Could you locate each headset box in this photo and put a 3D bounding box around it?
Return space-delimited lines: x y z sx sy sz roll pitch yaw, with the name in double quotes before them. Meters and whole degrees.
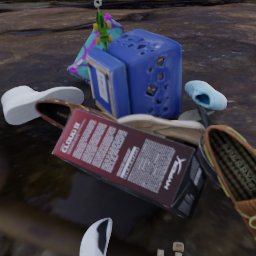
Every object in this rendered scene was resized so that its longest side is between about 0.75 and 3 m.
"headset box" 0.020 0.677 5.295 2.566 1.910 0.991 18 75 26

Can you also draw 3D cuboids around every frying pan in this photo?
"frying pan" 1.876 0.427 6.377 1.607 0.432 2.657 3 45 -45

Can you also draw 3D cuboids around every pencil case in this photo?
"pencil case" -1.245 -2.996 10.803 1.103 2.591 1.197 33 4 17

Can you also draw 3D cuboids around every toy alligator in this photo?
"toy alligator" -0.760 -2.934 8.001 0.472 1.425 0.342 -13 28 -13

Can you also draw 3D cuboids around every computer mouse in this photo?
"computer mouse" -0.608 2.055 4.284 0.377 0.942 1.718 22 26 -4

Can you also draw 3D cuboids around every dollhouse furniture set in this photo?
"dollhouse furniture set" 0.623 2.148 4.215 0.403 0.344 0.777 4 59 9

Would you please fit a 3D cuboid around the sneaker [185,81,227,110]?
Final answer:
"sneaker" 2.078 -1.000 8.111 0.658 0.594 1.607 0 24 -31

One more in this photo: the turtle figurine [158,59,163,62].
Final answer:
"turtle figurine" 1.902 -2.941 12.854 0.942 0.303 0.760 -11 40 -31

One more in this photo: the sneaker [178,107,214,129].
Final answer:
"sneaker" 1.921 -0.129 7.896 1.294 0.687 0.484 -19 38 -30

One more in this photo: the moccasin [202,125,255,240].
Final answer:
"moccasin" 2.240 1.128 4.585 1.057 1.116 2.891 -33 68 17

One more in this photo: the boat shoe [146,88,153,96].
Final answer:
"boat shoe" 0.178 -1.131 9.313 1.474 0.530 0.478 -8 36 -31

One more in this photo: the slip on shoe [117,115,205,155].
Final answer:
"slip on shoe" 0.726 0.303 7.083 2.585 0.983 0.783 5 41 -4

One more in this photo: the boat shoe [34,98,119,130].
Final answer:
"boat shoe" -1.271 -0.175 6.862 2.263 0.797 0.796 16 1 21

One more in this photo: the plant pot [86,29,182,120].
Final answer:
"plant pot" 0.089 -1.489 8.630 2.137 2.377 2.376 -21 37 -21

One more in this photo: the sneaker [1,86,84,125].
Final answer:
"sneaker" -2.838 -1.031 9.164 2.505 0.923 1.448 -17 39 -24
